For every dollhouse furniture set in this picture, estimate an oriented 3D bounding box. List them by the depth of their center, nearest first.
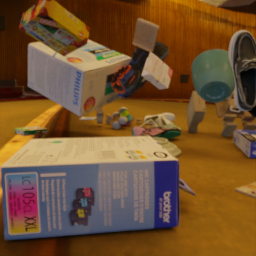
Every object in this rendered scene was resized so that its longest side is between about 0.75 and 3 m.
[{"bbox_3d":[3.989,-0.675,12.226,2.571,2.253,1.708,1,-29,2],"label":"dollhouse furniture set"},{"bbox_3d":[-0.420,-0.875,14.680,2.500,1.221,2.132,-2,-2,-5],"label":"dollhouse furniture set"}]

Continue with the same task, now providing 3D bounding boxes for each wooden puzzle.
[{"bbox_3d":[0.602,-3.118,9.433,0.831,0.897,0.208,30,38,20],"label":"wooden puzzle"}]

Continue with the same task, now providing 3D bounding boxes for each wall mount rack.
[{"bbox_3d":[3.937,-1.397,9.968,1.644,1.428,0.613,34,-5,-41],"label":"wall mount rack"}]

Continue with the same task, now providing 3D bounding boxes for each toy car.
[{"bbox_3d":[-0.273,-0.398,13.887,0.821,0.959,1.095,32,-51,-31],"label":"toy car"}]

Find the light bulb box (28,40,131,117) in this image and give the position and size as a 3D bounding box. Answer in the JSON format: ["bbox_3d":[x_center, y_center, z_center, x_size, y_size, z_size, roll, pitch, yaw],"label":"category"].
[{"bbox_3d":[-1.947,-2.240,11.359,2.956,1.844,2.930,29,36,24],"label":"light bulb box"}]

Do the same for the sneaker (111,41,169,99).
[{"bbox_3d":[0.487,-2.335,11.195,1.119,2.970,1.165,42,-12,20],"label":"sneaker"}]

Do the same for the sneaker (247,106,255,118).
[{"bbox_3d":[3.608,-0.953,8.043,0.773,1.390,0.534,-20,-3,-24],"label":"sneaker"}]

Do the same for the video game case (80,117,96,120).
[{"bbox_3d":[-2.544,-0.611,18.011,0.930,0.109,0.846,1,9,7],"label":"video game case"}]

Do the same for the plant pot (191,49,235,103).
[{"bbox_3d":[2.710,-1.509,8.802,1.467,1.467,1.177,2,51,14],"label":"plant pot"}]

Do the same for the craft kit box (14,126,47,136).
[{"bbox_3d":[-4.367,0.135,12.558,1.070,0.260,1.057,-7,8,-42],"label":"craft kit box"}]

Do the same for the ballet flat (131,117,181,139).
[{"bbox_3d":[1.094,0.057,10.487,2.444,0.870,0.845,-10,-21,-42],"label":"ballet flat"}]

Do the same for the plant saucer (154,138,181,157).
[{"bbox_3d":[0.792,0.586,8.805,1.729,0.434,1.729,0,9,0],"label":"plant saucer"}]

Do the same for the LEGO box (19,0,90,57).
[{"bbox_3d":[-2.098,-2.876,8.110,1.171,0.607,1.573,-13,-28,39],"label":"LEGO box"}]

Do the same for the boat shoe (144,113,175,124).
[{"bbox_3d":[1.735,-0.487,15.370,1.733,0.640,0.739,-2,8,1],"label":"boat shoe"}]

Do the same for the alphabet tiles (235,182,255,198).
[{"bbox_3d":[3.152,1.256,5.521,1.568,0.059,1.311,-6,10,-33],"label":"alphabet tiles"}]

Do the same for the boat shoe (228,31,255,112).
[{"bbox_3d":[2.488,-1.196,5.756,0.610,1.693,0.600,-6,1,0],"label":"boat shoe"}]

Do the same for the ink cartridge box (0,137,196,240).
[{"bbox_3d":[-0.355,0.827,4.759,2.899,1.107,1.978,-3,9,-7],"label":"ink cartridge box"}]

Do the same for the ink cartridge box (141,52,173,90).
[{"bbox_3d":[0.634,-1.323,6.545,0.289,0.499,0.857,0,-23,47],"label":"ink cartridge box"}]

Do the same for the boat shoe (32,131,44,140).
[{"bbox_3d":[-3.571,0.291,11.068,0.346,0.346,0.936,-1,8,-7],"label":"boat shoe"}]

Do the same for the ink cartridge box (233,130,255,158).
[{"bbox_3d":[4.221,0.492,9.125,1.094,0.514,2.327,3,8,10],"label":"ink cartridge box"}]
